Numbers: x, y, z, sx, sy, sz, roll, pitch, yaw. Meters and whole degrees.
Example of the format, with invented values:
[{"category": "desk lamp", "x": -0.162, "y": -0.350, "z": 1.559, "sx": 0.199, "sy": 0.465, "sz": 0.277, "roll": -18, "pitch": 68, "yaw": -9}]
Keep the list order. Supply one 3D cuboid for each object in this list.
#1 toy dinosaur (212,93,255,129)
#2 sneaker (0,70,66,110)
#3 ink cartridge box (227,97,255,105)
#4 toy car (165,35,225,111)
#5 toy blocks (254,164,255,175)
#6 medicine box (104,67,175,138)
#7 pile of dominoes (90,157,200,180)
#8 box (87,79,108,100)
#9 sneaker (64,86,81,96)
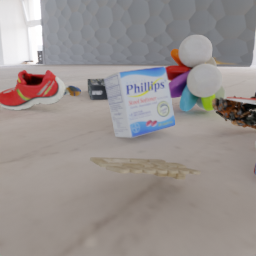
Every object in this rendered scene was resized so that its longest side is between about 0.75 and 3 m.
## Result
[{"category": "toy dinosaur", "x": 2.815, "y": -0.377, "z": 6.866, "sx": 1.582, "sy": 0.808, "sz": 1.074, "roll": 7, "pitch": -15, "yaw": -29}, {"category": "sneaker", "x": -3.367, "y": -1.385, "z": 9.345, "sx": 2.695, "sy": 1.144, "sz": 1.038, "roll": -9, "pitch": 47, "yaw": 23}, {"category": "ink cartridge box", "x": 3.496, "y": -0.686, "z": 5.634, "sx": 2.643, "sy": 0.666, "sz": 1.440, "roll": 5, "pitch": 7, "yaw": -26}, {"category": "toy car", "x": 2.056, "y": -1.631, "z": 9.251, "sx": 1.858, "sy": 2.478, "sz": 2.168, "roll": -17, "pitch": -18, "yaw": 18}, {"category": "toy blocks", "x": 2.438, "y": 0.232, "z": 4.303, "sx": 0.696, "sy": 1.393, "sz": 0.953, "roll": 27, "pitch": -27, "yaw": -22}, {"category": "medicine box", "x": 0.285, "y": -0.614, "z": 6.635, "sx": 1.316, "sy": 1.445, "sz": 0.744, "roll": -14, "pitch": 7, "yaw": -30}, {"category": "pile of dominoes", "x": 0.204, "y": 0.597, "z": 3.881, "sx": 1.295, "sy": 0.206, "sz": 1.010, "roll": 4, "pitch": 2, "yaw": -21}, {"category": "box", "x": -0.688, "y": -1.870, "z": 13.058, "sx": 2.288, "sy": 0.622, "sz": 2.857, "roll": -3, "pitch": 16, "yaw": -11}, {"category": "sneaker", "x": -2.553, "y": -1.767, "z": 12.990, "sx": 1.270, "sy": 0.478, "sz": 0.560, "roll": 13, "pitch": 20, "yaw": 38}]
